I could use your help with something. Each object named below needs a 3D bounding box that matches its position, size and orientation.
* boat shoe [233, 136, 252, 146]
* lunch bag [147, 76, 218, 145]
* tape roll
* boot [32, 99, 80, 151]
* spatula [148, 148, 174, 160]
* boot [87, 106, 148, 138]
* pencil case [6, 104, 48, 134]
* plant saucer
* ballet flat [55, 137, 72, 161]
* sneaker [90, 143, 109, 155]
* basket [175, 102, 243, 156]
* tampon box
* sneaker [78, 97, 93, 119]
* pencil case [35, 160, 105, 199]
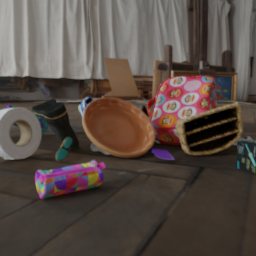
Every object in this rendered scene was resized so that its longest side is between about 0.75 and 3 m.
[{"bbox_3d":[4.268,0.463,10.057,1.071,0.350,0.394,2,7,-9],"label":"boat shoe"},{"bbox_3d":[1.946,-0.735,10.666,2.590,1.204,2.940,2,50,26],"label":"lunch bag"},{"bbox_3d":[-3.250,0.167,8.084,0.523,1.497,1.497,-3,5,31],"label":"tape roll"},{"bbox_3d":[-2.541,-0.099,9.821,0.893,1.596,2.307,-30,24,-18],"label":"boot"},{"bbox_3d":[0.788,0.701,8.554,0.538,0.196,1.903,6,3,-17],"label":"spatula"},{"bbox_3d":[-0.571,0.073,11.203,2.500,0.994,2.872,-12,20,20],"label":"boot"},{"bbox_3d":[-4.284,-0.370,11.789,1.825,0.843,0.776,21,-44,-26],"label":"pencil case"},{"bbox_3d":[-0.310,0.012,8.905,2.405,0.450,2.405,15,45,-15],"label":"plant saucer"},{"bbox_3d":[-1.866,0.654,8.094,0.315,0.315,0.892,2,45,17],"label":"ballet flat"},{"bbox_3d":[-0.663,0.592,9.103,0.620,0.395,1.073,-11,12,-42],"label":"sneaker"},{"bbox_3d":[2.447,0.143,8.358,1.810,1.292,1.348,-16,-2,1],"label":"basket"},{"bbox_3d":[3.238,0.732,6.850,0.621,0.738,0.984,-3,9,-20],"label":"tampon box"},{"bbox_3d":[-1.818,-0.681,13.674,0.768,0.855,2.078,11,38,-44],"label":"sneaker"},{"bbox_3d":[-1.132,0.990,5.541,1.333,0.589,0.589,-9,12,-34],"label":"pencil case"}]
